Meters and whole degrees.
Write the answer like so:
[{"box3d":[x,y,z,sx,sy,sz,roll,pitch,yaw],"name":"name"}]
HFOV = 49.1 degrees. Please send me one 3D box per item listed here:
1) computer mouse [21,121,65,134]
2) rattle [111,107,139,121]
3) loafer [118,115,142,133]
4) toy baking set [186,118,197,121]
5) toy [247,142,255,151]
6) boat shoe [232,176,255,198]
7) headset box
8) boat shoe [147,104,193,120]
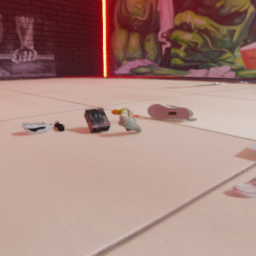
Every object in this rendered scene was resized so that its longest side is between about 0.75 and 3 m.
[{"box3d":[-3.756,0.008,12.334,1.899,0.417,1.041,-4,18,-38],"name":"computer mouse"},{"box3d":[-0.134,-0.622,14.316,1.176,0.766,0.840,3,-18,-43],"name":"rattle"},{"box3d":[0.082,-0.079,11.813,1.425,0.497,0.498,31,15,-46],"name":"loafer"},{"box3d":[3.164,-0.447,14.705,0.883,0.103,0.678,-3,12,-11],"name":"toy baking set"},{"box3d":[4.820,0.710,9.501,0.992,0.407,1.723,16,20,40],"name":"toy"},{"box3d":[3.194,1.365,6.810,1.385,0.453,0.509,-3,15,-11],"name":"boat shoe"},{"box3d":[-1.356,-0.287,12.370,0.866,0.450,1.164,-8,56,-28],"name":"headset box"},{"box3d":[2.189,-0.775,14.685,2.382,0.842,0.759,9,6,26],"name":"boat shoe"}]
